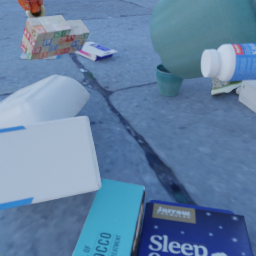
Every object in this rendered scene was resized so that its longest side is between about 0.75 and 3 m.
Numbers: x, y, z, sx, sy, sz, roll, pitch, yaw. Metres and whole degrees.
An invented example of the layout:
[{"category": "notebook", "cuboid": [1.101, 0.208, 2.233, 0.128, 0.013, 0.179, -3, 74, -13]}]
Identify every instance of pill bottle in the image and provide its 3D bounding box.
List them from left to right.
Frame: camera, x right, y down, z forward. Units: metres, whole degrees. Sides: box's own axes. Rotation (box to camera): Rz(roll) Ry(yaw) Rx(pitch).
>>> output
[{"category": "pill bottle", "cuboid": [1.433, -0.857, 3.685, 0.855, 0.480, 0.480, -3, 34, -5]}]

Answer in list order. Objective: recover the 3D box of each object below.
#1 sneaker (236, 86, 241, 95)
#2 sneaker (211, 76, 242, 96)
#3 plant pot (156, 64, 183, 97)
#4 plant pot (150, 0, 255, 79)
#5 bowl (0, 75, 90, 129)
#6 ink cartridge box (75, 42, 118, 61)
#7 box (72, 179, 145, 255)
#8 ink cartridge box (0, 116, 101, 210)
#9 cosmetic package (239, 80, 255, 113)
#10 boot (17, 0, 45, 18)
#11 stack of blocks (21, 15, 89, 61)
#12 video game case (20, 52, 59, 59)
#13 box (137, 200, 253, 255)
[{"category": "sneaker", "cuboid": [3.983, -1.351, 9.718, 0.799, 0.303, 0.420, -13, 18, -19]}, {"category": "sneaker", "cuboid": [3.415, -1.698, 9.562, 1.748, 0.775, 0.672, -29, 17, -37]}, {"category": "plant pot", "cuboid": [1.398, -1.586, 9.438, 0.969, 0.911, 0.969, 0, 33, 0]}, {"category": "plant pot", "cuboid": [2.113, -2.328, 5.920, 2.833, 2.833, 2.775, -26, 10, -33]}, {"category": "bowl", "cuboid": [-2.413, -0.389, 6.789, 2.463, 0.921, 2.466, -15, 26, 27]}, {"category": "ink cartridge box", "cuboid": [-1.471, -3.477, 12.776, 0.997, 0.391, 2.106, -26, 39, -34]}, {"category": "box", "cuboid": [-0.376, 2.121, 3.589, 0.717, 1.200, 2.917, 8, 35, 8]}, {"category": "ink cartridge box", "cuboid": [-1.463, 0.664, 4.622, 1.776, 1.034, 2.456, -9, -9, -11]}, {"category": "cosmetic package", "cuboid": [4.749, -1.109, 8.864, 2.113, 0.782, 1.074, -11, 35, -12]}, {"category": "boot", "cuboid": [-2.996, -4.214, 8.322, 0.915, 1.307, 2.438, -27, -4, -12]}, {"category": "stack of blocks", "cuboid": [-2.141, -2.776, 8.480, 1.930, 1.111, 0.565, -26, 76, -40]}, {"category": "video game case", "cuboid": [-3.988, -3.456, 12.948, 1.666, 0.148, 1.192, -1, 33, -1]}, {"category": "box", "cuboid": [0.988, 2.015, 4.209, 1.716, 0.459, 2.833, 6, 27, 8]}]
